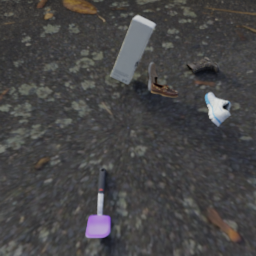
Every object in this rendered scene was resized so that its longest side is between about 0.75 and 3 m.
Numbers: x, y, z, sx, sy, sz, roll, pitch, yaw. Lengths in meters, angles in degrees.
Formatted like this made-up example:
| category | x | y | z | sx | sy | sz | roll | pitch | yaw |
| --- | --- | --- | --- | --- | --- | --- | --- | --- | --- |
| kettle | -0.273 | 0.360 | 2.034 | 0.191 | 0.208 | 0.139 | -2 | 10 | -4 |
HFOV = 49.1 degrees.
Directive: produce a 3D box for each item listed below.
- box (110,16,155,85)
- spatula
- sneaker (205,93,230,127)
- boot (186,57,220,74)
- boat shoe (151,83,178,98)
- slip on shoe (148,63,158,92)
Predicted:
| category | x | y | z | sx | sy | sz | roll | pitch | yaw |
| --- | --- | --- | --- | --- | --- | --- | --- | --- | --- |
| box | 0.180 | -3.126 | 11.373 | 0.859 | 2.514 | 1.033 | 25 | 33 | -1 |
| spatula | -0.828 | 2.183 | 8.475 | 0.666 | 0.242 | 2.355 | 1 | 49 | -1 |
| sneaker | 3.034 | -0.726 | 9.309 | 0.695 | 0.601 | 1.603 | -35 | 30 | 27 |
| boot | 3.345 | -2.672 | 12.588 | 1.092 | 0.434 | 1.255 | -24 | 46 | -16 |
| boat shoe | 1.296 | -1.369 | 10.112 | 1.081 | 0.380 | 0.380 | 18 | 28 | 29 |
| slip on shoe | 1.069 | -2.113 | 11.582 | 0.366 | 0.459 | 1.208 | 0 | 81 | 34 |
